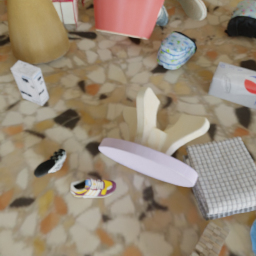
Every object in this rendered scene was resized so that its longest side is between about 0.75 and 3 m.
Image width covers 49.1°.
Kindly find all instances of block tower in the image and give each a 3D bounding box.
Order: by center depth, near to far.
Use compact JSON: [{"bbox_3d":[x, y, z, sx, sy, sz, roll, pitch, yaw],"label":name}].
[{"bbox_3d":[1.390,2.559,5.397,0.461,0.431,1.596,33,59,21],"label":"block tower"}]

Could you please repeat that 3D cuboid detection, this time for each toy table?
[{"bbox_3d":[0.580,0.263,6.197,2.336,2.147,1.368,17,71,26],"label":"toy table"}]

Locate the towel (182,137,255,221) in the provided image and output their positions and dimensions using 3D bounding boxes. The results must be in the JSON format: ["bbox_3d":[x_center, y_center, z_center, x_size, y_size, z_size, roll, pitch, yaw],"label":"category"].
[{"bbox_3d":[2.105,1.120,6.330,1.399,0.723,1.689,-12,51,-2],"label":"towel"}]

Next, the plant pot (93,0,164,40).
[{"bbox_3d":[0.003,-4.148,8.984,2.575,2.279,2.575,9,17,-3],"label":"plant pot"}]

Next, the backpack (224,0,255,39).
[{"bbox_3d":[4.245,-3.890,10.002,1.244,0.943,1.490,18,51,17],"label":"backpack"}]

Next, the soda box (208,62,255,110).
[{"bbox_3d":[3.503,-1.083,7.936,2.251,0.768,0.714,21,61,15],"label":"soda box"}]

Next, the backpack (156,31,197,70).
[{"bbox_3d":[1.478,-2.479,8.987,1.110,1.046,1.361,36,72,13],"label":"backpack"}]

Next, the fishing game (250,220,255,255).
[{"bbox_3d":[3.377,2.299,5.528,1.783,0.387,2.489,-12,46,-7],"label":"fishing game"}]

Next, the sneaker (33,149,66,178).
[{"bbox_3d":[-1.803,0.931,6.610,0.350,0.418,0.944,25,43,23],"label":"sneaker"}]

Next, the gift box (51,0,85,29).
[{"bbox_3d":[-2.807,-4.971,9.735,2.486,2.457,2.663,-4,62,-5],"label":"gift box"}]

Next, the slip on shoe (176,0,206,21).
[{"bbox_3d":[2.463,-5.105,10.906,0.820,0.993,2.681,-16,49,-3],"label":"slip on shoe"}]

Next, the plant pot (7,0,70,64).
[{"bbox_3d":[-2.990,-3.436,8.837,1.920,2.060,1.920,-2,45,2],"label":"plant pot"}]

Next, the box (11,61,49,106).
[{"bbox_3d":[-2.694,-1.209,7.768,0.703,1.206,0.363,22,58,11],"label":"box"}]

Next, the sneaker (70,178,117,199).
[{"bbox_3d":[-0.780,1.333,6.305,1.051,0.474,0.394,-9,53,-6],"label":"sneaker"}]

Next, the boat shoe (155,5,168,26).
[{"bbox_3d":[0.891,-4.690,10.902,0.733,0.864,2.372,25,31,-38],"label":"boat shoe"}]
